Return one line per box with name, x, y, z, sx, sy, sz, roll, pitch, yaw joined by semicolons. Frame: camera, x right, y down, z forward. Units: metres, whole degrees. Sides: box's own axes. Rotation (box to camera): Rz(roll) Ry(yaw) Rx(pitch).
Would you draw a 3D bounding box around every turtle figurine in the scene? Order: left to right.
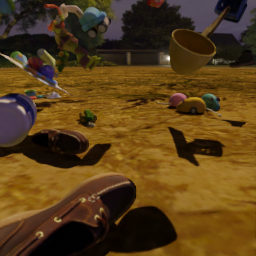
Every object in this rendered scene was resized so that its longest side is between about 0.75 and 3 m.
turtle figurine;-1.772;-2.611;8.443;0.774;1.937;2.402;-44;0;-2

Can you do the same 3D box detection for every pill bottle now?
pill bottle;-3.151;-0.321;7.656;1.167;1.167;2.017;-3;15;-9

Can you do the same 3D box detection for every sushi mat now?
sushi mat;2.523;-3.052;9.046;0.139;1.101;2.300;38;1;-3

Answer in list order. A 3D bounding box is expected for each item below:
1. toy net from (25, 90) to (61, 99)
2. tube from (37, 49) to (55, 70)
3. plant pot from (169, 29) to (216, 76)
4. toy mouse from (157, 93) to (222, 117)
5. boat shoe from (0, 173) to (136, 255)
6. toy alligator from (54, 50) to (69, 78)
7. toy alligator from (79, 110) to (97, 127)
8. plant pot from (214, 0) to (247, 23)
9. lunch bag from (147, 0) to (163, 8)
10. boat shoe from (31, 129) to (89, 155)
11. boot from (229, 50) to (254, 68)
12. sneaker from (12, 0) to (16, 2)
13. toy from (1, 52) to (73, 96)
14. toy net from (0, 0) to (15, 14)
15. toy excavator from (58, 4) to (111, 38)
toy net;-4.437;-1.712;14.381;1.906;0.368;1.000;1;15;3
tube;-3.419;-2.939;11.994;0.330;0.369;1.272;39;-1;17
plant pot;1.091;-1.333;5.165;0.837;0.594;0.837;11;46;-12
toy mouse;2.814;-1.156;11.898;2.938;0.569;2.611;9;17;30
boat shoe;-0.594;1.133;3.214;2.000;0.704;0.703;-22;24;-38
toy alligator;-2.916;-2.836;12.438;0.333;1.385;0.459;28;18;26
toy alligator;-1.314;-0.385;9.415;0.510;0.370;1.540;-5;16;-17
plant pot;3.441;-3.988;9.271;0.811;0.811;0.729;29;7;29
lunch bag;0.971;-4.494;9.023;0.463;0.995;1.129;16;35;4
boat shoe;-1.605;0.333;6.422;1.612;0.567;0.567;2;9;40
boot;4.245;-2.636;10.574;0.871;0.602;0.337;-8;44;22
sneaker;-3.670;-4.523;9.119;0.367;0.993;0.407;33;-26;-34
toy;-2.659;-1.767;8.272;2.281;0.538;1.313;29;5;27
toy net;-2.810;-2.813;4.807;0.376;1.948;1.022;-44;34;-14
toy excavator;-1.380;-3.550;8.934;1.270;1.306;0.652;-17;37;31
